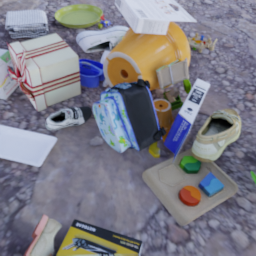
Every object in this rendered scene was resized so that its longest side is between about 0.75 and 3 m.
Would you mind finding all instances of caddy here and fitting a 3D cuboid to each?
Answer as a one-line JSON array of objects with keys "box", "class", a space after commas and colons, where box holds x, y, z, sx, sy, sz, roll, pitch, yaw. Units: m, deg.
[{"box": [-1.694, -2.349, 11.624, 1.583, 0.831, 1.119, 18, 47, 17], "class": "caddy"}]

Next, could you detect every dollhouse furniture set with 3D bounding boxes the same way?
[{"box": [1.562, -1.674, 9.919, 1.102, 2.206, 0.852, -21, 51, 2], "class": "dollhouse furniture set"}]

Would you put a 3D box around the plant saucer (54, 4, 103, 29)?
[{"box": [-2.758, -6.253, 15.800, 2.683, 0.417, 2.683, 0, 46, 0], "class": "plant saucer"}]

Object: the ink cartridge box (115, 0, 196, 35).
[{"box": [0.857, -3.916, 9.515, 2.071, 0.526, 2.351, -4, 45, -20], "class": "ink cartridge box"}]

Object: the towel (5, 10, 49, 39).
[{"box": [-5.259, -5.371, 14.634, 2.044, 0.875, 1.693, -10, 47, -12], "class": "towel"}]

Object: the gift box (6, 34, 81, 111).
[{"box": [-3.238, -2.261, 10.486, 2.166, 2.320, 2.141, -27, 50, -25], "class": "gift box"}]

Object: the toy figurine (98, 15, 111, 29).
[{"box": [-1.232, -5.753, 15.265, 0.585, 0.515, 0.977, 13, 47, 6], "class": "toy figurine"}]

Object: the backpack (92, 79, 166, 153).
[{"box": [-0.163, -0.361, 8.684, 1.617, 2.013, 2.200, -24, 15, -15], "class": "backpack"}]

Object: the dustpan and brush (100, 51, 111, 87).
[{"box": [-0.674, -2.492, 12.041, 1.466, 0.601, 2.101, 17, 40, 5], "class": "dustpan and brush"}]

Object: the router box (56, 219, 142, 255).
[{"box": [-0.721, 3.084, 6.458, 1.806, 0.472, 1.420, 13, 47, 12], "class": "router box"}]

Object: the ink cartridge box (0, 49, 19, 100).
[{"box": [-4.938, -2.066, 10.808, 0.689, 1.574, 1.143, 13, 47, 11], "class": "ink cartridge box"}]

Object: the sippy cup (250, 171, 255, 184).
[{"box": [4.490, 0.674, 7.291, 1.812, 1.942, 2.473, 40, 82, -10], "class": "sippy cup"}]

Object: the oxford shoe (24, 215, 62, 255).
[{"box": [-2.073, 2.949, 6.513, 0.637, 0.611, 1.725, 27, 59, -13], "class": "oxford shoe"}]

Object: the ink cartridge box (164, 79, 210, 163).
[{"box": [1.840, -0.312, 8.964, 0.559, 1.417, 2.850, 26, 43, 8], "class": "ink cartridge box"}]

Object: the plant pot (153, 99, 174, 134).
[{"box": [1.085, -0.417, 9.602, 1.052, 0.963, 1.052, 0, 45, 0], "class": "plant pot"}]

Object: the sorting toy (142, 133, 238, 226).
[{"box": [1.534, 1.256, 8.347, 2.106, 0.378, 2.826, -24, 50, -22], "class": "sorting toy"}]

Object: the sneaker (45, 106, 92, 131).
[{"box": [-1.958, -0.382, 9.549, 1.684, 0.745, 0.624, -22, 81, -24], "class": "sneaker"}]

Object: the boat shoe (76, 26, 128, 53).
[{"box": [-1.013, -4.041, 13.291, 2.879, 1.059, 0.961, -19, 74, -26], "class": "boat shoe"}]

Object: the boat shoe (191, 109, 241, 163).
[{"box": [2.933, -0.016, 9.021, 1.060, 0.915, 2.907, 23, 40, 33], "class": "boat shoe"}]

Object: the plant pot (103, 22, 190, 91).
[{"box": [0.502, -2.358, 10.177, 2.683, 2.683, 2.456, 27, 47, 24], "class": "plant pot"}]

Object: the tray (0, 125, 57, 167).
[{"box": [-3.599, 0.598, 9.094, 2.337, 0.259, 1.255, 12, 45, 11], "class": "tray"}]

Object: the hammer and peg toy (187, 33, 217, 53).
[{"box": [3.605, -4.063, 13.565, 1.427, 0.503, 1.050, 31, 51, 27], "class": "hammer and peg toy"}]
